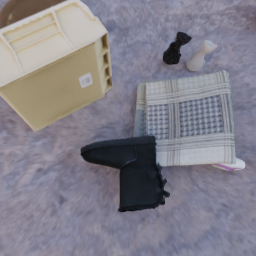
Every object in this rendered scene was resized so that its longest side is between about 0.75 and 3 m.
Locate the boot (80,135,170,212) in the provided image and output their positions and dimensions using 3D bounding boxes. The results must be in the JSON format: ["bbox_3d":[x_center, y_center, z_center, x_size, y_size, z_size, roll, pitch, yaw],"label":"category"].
[{"bbox_3d":[-0.098,1.021,6.015,1.856,0.687,1.521,-9,73,7],"label":"boot"}]

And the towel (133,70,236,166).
[{"bbox_3d":[1.191,-0.212,6.466,2.305,0.398,2.220,-5,72,23],"label":"towel"}]

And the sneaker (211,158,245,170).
[{"bbox_3d":[1.986,0.464,6.535,1.612,0.603,0.803,23,83,8],"label":"sneaker"}]

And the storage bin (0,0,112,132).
[{"bbox_3d":[-1.647,-1.260,6.283,2.391,2.408,1.129,-29,73,-11],"label":"storage bin"}]

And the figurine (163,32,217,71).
[{"bbox_3d":[1.581,-1.979,7.166,1.115,1.088,0.480,13,70,-8],"label":"figurine"}]

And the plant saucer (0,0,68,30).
[{"bbox_3d":[-2.518,-2.799,7.788,2.704,0.398,2.704,-1,75,4],"label":"plant saucer"}]
